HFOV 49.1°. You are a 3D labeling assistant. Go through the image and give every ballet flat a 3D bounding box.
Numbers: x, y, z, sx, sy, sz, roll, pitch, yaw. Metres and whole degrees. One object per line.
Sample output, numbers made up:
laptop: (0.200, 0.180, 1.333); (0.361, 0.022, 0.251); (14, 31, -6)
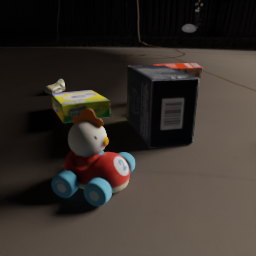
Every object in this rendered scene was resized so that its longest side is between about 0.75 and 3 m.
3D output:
ballet flat: (-3.240, -1.845, 12.914); (0.532, 0.479, 1.412); (27, 31, 7)

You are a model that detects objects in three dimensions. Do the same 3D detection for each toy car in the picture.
toy car: (-0.633, 0.401, 5.332); (1.347, 1.523, 1.403); (9, 23, 21)

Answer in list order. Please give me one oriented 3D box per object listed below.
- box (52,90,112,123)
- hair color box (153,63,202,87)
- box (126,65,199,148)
box: (-1.621, -0.746, 9.434); (1.562, 0.644, 2.663); (-8, 20, -21)
hair color box: (1.925, -2.001, 11.281); (1.904, 1.056, 0.609); (-6, 33, -15)
box: (0.840, -0.734, 7.971); (1.274, 1.765, 2.379); (-5, 22, -14)
